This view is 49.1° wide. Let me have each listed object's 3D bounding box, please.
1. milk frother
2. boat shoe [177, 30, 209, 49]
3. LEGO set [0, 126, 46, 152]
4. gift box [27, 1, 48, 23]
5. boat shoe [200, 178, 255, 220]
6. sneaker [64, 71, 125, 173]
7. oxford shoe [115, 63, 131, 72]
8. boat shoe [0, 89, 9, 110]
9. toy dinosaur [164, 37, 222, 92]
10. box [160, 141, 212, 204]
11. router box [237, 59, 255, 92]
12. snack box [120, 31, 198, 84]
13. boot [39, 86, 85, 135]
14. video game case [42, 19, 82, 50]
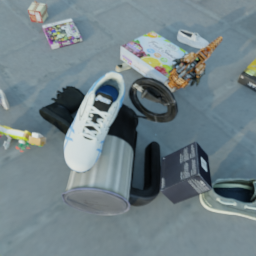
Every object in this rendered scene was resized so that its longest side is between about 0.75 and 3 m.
[{"bbox_3d":[-0.166,0.503,7.327,2.659,2.947,2.772,7,54,-1],"label":"milk frother"},{"bbox_3d":[2.774,-3.810,11.908,1.401,0.480,0.504,29,59,19],"label":"boat shoe"},{"bbox_3d":[-3.917,0.364,8.683,2.558,1.177,0.952,22,71,-13],"label":"LEGO set"},{"bbox_3d":[-4.109,-5.353,12.859,0.710,0.769,0.718,12,54,2],"label":"gift box"},{"bbox_3d":[3.448,1.884,7.585,2.843,0.878,1.035,4,54,3],"label":"boat shoe"},{"bbox_3d":[-0.820,-0.242,6.848,0.993,1.002,2.764,20,62,-1],"label":"sneaker"},{"bbox_3d":[-0.120,-2.472,11.105,0.834,0.241,0.313,-25,55,-19],"label":"oxford shoe"},{"bbox_3d":[-4.578,-0.921,9.952,0.473,0.381,1.020,-28,51,-10],"label":"boat shoe"},{"bbox_3d":[1.995,-1.842,8.641,2.243,1.522,1.145,-22,92,10],"label":"toy dinosaur"},{"bbox_3d":[1.488,1.163,7.329,1.138,0.650,1.250,-29,27,28],"label":"box"},{"bbox_3d":[5.245,-1.812,10.486,1.740,0.454,1.368,36,62,23],"label":"router box"},{"bbox_3d":[1.218,-2.630,10.846,1.837,0.684,2.583,-34,61,-31],"label":"snack box"},{"bbox_3d":[-1.937,-0.587,9.532,1.835,0.679,1.504,32,56,21],"label":"boot"},{"bbox_3d":[-2.893,-4.131,12.269,1.374,0.271,1.516,-20,57,-13],"label":"video game case"}]
